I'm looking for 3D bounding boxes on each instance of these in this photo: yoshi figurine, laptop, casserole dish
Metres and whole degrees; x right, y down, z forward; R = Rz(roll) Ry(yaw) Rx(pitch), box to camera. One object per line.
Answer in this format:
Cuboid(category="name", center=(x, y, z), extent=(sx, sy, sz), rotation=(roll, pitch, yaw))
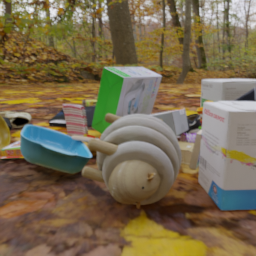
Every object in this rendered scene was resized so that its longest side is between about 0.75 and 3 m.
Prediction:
Cuboid(category="yoshi figurine", center=(2.966, -0.151, 10.034), extent=(0.883, 1.571, 0.879), rotation=(-25, 20, 18))
Cuboid(category="laptop", center=(-2.388, -0.325, 13.954), extent=(2.137, 1.323, 2.282), rotation=(-12, 45, -43))
Cuboid(category="casserole dish", center=(-2.001, 0.542, 7.520), extent=(1.798, 0.576, 2.968), rotation=(19, 2, -18))

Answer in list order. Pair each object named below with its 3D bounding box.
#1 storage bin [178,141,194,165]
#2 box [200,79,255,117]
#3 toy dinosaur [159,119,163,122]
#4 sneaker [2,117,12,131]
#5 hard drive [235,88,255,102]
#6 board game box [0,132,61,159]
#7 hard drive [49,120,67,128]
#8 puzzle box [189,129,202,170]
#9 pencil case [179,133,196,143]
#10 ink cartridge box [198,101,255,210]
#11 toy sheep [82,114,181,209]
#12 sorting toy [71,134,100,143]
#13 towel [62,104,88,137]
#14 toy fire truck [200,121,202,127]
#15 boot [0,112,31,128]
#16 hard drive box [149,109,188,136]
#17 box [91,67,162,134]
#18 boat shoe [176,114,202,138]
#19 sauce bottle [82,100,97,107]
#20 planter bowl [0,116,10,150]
Cuboid(category="storage bin", center=(1.612, 0.719, 8.311), extent=(0.878, 0.414, 0.884), rotation=(7, 13, 27))
Cuboid(category="box", center=(5.253, -1.395, 14.148), extent=(2.442, 2.092, 2.430), rotation=(-2, 12, -9))
Cuboid(category="toy dinosaur", center=(-0.129, 0.643, 7.860), extent=(2.748, 0.800, 1.390), rotation=(-26, -1, 38))
Cuboid(category="sneaker", center=(-5.653, -0.025, 11.167), extent=(1.984, 0.753, 0.901), rotation=(-11, 23, -34))
Cuboid(category="hard drive", center=(4.501, -0.332, 9.491), extent=(2.446, 0.518, 1.650), rotation=(23, -39, -25))
Cuboid(category="board game box", center=(-3.136, 0.550, 9.180), extent=(1.087, 0.341, 2.276), rotation=(-4, 14, 12))
Cuboid(category="hard drive", center=(-2.991, -0.212, 13.142), extent=(1.188, 0.225, 0.830), rotation=(3, 12, 20))
Cuboid(category="puzzle box", center=(2.112, 0.481, 7.933), extent=(0.193, 1.010, 1.518), rotation=(16, 17, 25))
Cuboid(category="pencil case", center=(2.346, 0.361, 9.743), extent=(1.190, 0.509, 0.499), rotation=(-5, 17, -27))
Cuboid(category="ink cartridge box", center=(2.370, 0.474, 5.760), extent=(1.403, 1.922, 1.410), rotation=(-1, 12, -4))
Cuboid(category="toy sheep", center=(0.186, 0.538, 5.793), extent=(1.903, 1.903, 2.760), rotation=(2, 29, 11))
Cuboid(category="sorting toy", center=(-0.883, 0.439, 8.954), extent=(1.316, 0.259, 1.422), rotation=(7, -8, 28))
Cuboid(category="towel", center=(-2.020, -0.243, 10.678), extent=(0.973, 1.330, 0.199), rotation=(7, 24, 28))
Cuboid(category="toy fire truck", center=(3.711, -0.088, 12.022), extent=(1.343, 0.327, 0.947), rotation=(0, 13, 28))
Cuboid(category="boot", center=(-5.391, -0.356, 12.900), extent=(1.723, 0.621, 1.332), rotation=(-2, 13, -18))
Cuboid(category="hard drive box", center=(0.820, -0.054, 9.516), extent=(2.063, 0.792, 1.607), rotation=(-9, 2, 25))
Cuboid(category="box", center=(-0.074, -1.038, 11.028), extent=(2.204, 2.498, 1.208), rotation=(-11, 35, -45))
Cuboid(category="boat shoe", center=(2.213, -0.087, 11.198), extent=(0.929, 0.759, 2.516), rotation=(8, 14, 42))
Cuboid(category="sauce bottle", center=(-1.773, -1.440, 17.681), extent=(2.233, 0.723, 0.723), rotation=(-2, 12, -4))
Cuboid(category="planter bowl", center=(-4.841, 0.176, 8.758), extent=(0.851, 2.044, 2.044), rotation=(-35, 0, 21))
